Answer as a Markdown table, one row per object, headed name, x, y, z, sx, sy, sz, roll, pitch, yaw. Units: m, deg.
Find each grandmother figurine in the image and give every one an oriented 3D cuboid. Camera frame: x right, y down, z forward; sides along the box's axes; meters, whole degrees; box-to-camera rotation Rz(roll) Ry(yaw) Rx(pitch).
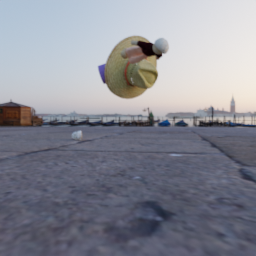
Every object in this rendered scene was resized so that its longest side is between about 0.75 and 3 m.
| name | x | y | z | sx | sy | sz | roll | pitch | yaw |
| --- | --- | --- | --- | --- | --- | --- | --- | --- | --- |
| grandmother figurine | 0.571 | -2.267 | 8.304 | 1.074 | 0.536 | 1.771 | 9 | -3 | -33 |

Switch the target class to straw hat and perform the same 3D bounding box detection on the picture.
| name | x | y | z | sx | sy | sz | roll | pitch | yaw |
| --- | --- | --- | --- | --- | --- | --- | --- | --- | --- |
| straw hat | 0.530 | -2.164 | 11.130 | 2.804 | 2.804 | 1.187 | -1 | 28 | -40 |

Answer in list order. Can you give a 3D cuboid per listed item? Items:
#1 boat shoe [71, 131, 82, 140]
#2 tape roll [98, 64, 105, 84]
| name | x | y | z | sx | sy | sz | roll | pitch | yaw |
| --- | --- | --- | --- | --- | --- | --- | --- | --- | --- |
| boat shoe | -3.251 | 0.519 | 17.582 | 0.543 | 0.555 | 1.567 | -1 | -7 | -21 |
| tape roll | -0.937 | -2.165 | 11.236 | 0.331 | 0.779 | 0.779 | -17 | 0 | 5 |
